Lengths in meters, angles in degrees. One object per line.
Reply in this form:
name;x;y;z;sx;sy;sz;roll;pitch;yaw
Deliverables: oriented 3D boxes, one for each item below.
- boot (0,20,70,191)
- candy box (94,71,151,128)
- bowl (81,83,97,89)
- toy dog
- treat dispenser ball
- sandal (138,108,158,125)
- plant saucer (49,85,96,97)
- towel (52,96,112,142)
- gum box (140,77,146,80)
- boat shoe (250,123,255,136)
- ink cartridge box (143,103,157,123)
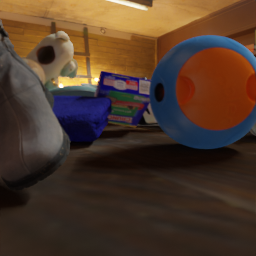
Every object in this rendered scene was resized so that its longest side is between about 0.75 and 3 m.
boot;-1.277;-0.426;2.754;0.723;1.364;2.071;-30;35;-7
candy box;-0.220;-0.687;7.322;1.318;0.600;1.559;9;-28;-11
bowl;-1.271;-1.426;14.893;2.706;1.415;2.706;12;12;-3
toy dog;-2.859;-1.966;9.356;2.360;1.647;2.288;-49;13;-34
treat dispenser ball;1.303;-0.586;4.779;1.890;1.890;1.890;0;5;0
sandal;1.403;-0.544;9.315;2.407;0.904;0.542;-2;45;1
plant saucer;-1.991;-0.861;9.990;2.753;0.377;2.753;-9;-18;-3
towel;-1.875;-0.157;5.964;2.906;0.720;2.146;1;19;6
gum box;0.087;-1.123;11.532;1.996;0.523;2.349;-6;-23;18
boat shoe;3.385;-0.470;6.655;2.812;1.049;0.875;-24;16;-40
ink cartridge box;1.384;-0.816;8.354;2.024;0.683;1.179;-7;44;-13
